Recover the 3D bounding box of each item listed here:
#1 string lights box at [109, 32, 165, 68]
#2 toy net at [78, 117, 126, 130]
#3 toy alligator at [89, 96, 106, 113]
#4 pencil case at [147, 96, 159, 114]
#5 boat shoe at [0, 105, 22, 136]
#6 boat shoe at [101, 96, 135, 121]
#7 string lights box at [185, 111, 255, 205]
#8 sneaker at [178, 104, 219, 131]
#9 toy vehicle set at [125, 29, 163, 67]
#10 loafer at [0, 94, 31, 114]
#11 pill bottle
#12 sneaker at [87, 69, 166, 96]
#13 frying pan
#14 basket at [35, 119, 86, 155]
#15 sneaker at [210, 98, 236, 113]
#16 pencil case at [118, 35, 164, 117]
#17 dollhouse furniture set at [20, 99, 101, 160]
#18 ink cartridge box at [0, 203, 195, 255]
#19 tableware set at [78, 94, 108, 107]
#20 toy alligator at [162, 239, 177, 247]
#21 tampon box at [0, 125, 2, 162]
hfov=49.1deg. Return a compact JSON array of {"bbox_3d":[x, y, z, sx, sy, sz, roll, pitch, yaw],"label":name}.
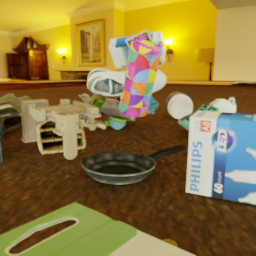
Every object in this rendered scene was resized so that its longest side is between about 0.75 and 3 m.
[{"bbox_3d":[0.308,-2.527,9.177,1.692,0.870,0.499,-4,52,13],"label":"string lights box"},{"bbox_3d":[-1.113,-0.268,9.858,2.115,0.408,1.110,6,12,-42],"label":"toy net"},{"bbox_3d":[-1.365,-1.132,14.193,0.974,0.706,2.937,26,6,-1],"label":"toy alligator"},{"bbox_3d":[0.551,-1.132,10.694,0.627,1.357,0.577,-40,20,14],"label":"pencil case"},{"bbox_3d":[-4.342,-0.057,8.913,0.806,0.856,2.384,38,31,8],"label":"boat shoe"},{"bbox_3d":[-0.294,-0.845,10.442,0.965,0.915,2.547,11,-2,13],"label":"boat shoe"},{"bbox_3d":[2.455,0.540,4.684,2.789,1.433,0.822,5,13,23],"label":"string lights box"},{"bbox_3d":[2.403,-0.395,9.353,0.814,0.957,2.099,36,24,26],"label":"sneaker"},{"bbox_3d":[0.511,-2.316,8.561,0.726,1.169,0.155,-22,29,19],"label":"toy vehicle set"},{"bbox_3d":[-4.731,-0.688,10.607,1.134,1.006,2.983,-33,-11,25],"label":"loafer"},{"bbox_3d":[2.280,-0.983,12.458,1.096,1.096,1.895,1,12,3],"label":"pill bottle"},{"bbox_3d":[-0.001,-1.470,9.570,2.782,1.063,1.120,-5,21,-8],"label":"sneaker"},{"bbox_3d":[0.087,0.726,6.295,1.547,0.416,2.557,9,14,34],"label":"frying pan"},{"bbox_3d":[-1.884,0.138,7.797,1.264,0.902,0.941,-5,12,-21],"label":"basket"},{"bbox_3d":[3.769,-0.803,12.143,2.246,0.904,0.858,-9,17,-30],"label":"sneaker"},{"bbox_3d":[0.339,-1.471,8.303,1.026,2.321,1.026,10,28,-6],"label":"pencil case"},{"bbox_3d":[-1.848,-0.028,7.843,1.461,1.248,2.819,-9,17,-36],"label":"dollhouse furniture set"},{"bbox_3d":[-0.049,1.462,2.084,2.519,0.747,1.308,10,16,38],"label":"ink cartridge box"},{"bbox_3d":[-1.771,-1.459,15.128,1.710,0.198,1.428,3,-24,22],"label":"tableware set"},{"bbox_3d":[0.116,1.422,3.139,1.147,0.380,0.276,2,12,4],"label":"toy alligator"},{"bbox_3d":[-3.862,0.042,7.077,1.166,1.384,1.847,-5,13,-23],"label":"tampon box"}]
